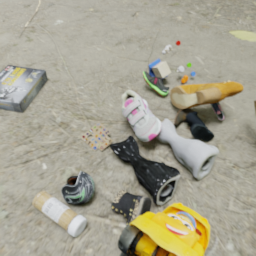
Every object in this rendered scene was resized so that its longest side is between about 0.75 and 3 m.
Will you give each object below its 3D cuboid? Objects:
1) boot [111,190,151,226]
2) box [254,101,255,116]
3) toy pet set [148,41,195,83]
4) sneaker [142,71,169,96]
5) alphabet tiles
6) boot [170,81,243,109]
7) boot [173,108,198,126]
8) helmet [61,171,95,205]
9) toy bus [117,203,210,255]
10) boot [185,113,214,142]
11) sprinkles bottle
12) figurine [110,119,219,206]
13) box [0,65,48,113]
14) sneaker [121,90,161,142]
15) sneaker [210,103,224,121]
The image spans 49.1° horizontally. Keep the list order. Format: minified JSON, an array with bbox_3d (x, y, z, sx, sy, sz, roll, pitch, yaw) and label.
[{"bbox_3d":[-0.030,2.641,8.348,1.146,0.557,1.522,13,80,44],"label":"boot"},{"bbox_3d":[4.919,-0.206,10.176,0.169,1.586,1.297,-11,5,9],"label":"box"},{"bbox_3d":[1.975,-2.931,13.560,1.770,1.896,1.007,-35,20,-14],"label":"toy pet set"},{"bbox_3d":[1.263,-2.087,12.834,1.494,0.573,0.626,42,89,1],"label":"sneaker"},{"bbox_3d":[-1.159,0.380,10.856,0.974,0.044,1.165,-41,57,-15],"label":"alphabet tiles"},{"bbox_3d":[3.108,-1.374,11.385,1.930,0.949,2.696,-13,11,-21],"label":"boot"},{"bbox_3d":[2.370,-0.432,11.527,0.649,0.500,1.340,22,45,21],"label":"boot"},{"bbox_3d":[-1.520,1.898,8.813,0.960,1.007,1.007,-18,45,7],"label":"helmet"},{"bbox_3d":[1.163,2.833,6.820,1.857,2.737,2.627,29,43,28],"label":"toy bus"},{"bbox_3d":[2.563,-0.118,10.782,1.469,0.561,1.235,21,26,-44],"label":"boot"},{"bbox_3d":[-2.079,2.567,8.451,1.745,0.595,0.595,26,51,24],"label":"sprinkles bottle"},{"bbox_3d":[1.188,0.859,9.831,2.853,1.228,2.784,-25,46,-25],"label":"figurine"},{"bbox_3d":[-5.207,-1.865,12.876,2.026,0.618,2.558,10,46,10],"label":"box"},{"bbox_3d":[0.322,-0.500,10.590,1.069,1.160,2.629,-42,39,11],"label":"sneaker"},{"bbox_3d":[3.665,-0.743,11.447,0.343,0.978,0.401,-31,9,21],"label":"sneaker"}]
